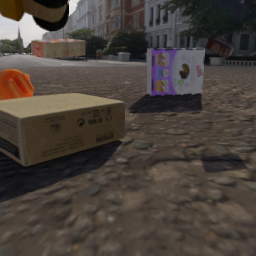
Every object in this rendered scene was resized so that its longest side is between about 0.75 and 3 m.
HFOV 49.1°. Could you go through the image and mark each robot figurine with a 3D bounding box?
[{"bbox_3d":[-4.517,-1.313,10.239,2.463,1.772,1.436,-5,-17,41],"label":"robot figurine"}]

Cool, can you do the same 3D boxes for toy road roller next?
[{"bbox_3d":[-1.174,-2.132,3.288,1.267,1.736,1.067,15,-4,-16],"label":"toy road roller"}]

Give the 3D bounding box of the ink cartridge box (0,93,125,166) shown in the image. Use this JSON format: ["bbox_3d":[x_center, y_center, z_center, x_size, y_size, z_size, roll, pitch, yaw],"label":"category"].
[{"bbox_3d":[-1.847,-0.160,7.067,2.828,1.062,2.329,-14,20,-41],"label":"ink cartridge box"}]

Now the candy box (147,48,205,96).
[{"bbox_3d":[2.487,-2.982,14.830,2.869,2.407,1.026,-3,16,-10],"label":"candy box"}]

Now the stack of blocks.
[{"bbox_3d":[-2.683,-3.038,10.619,1.084,0.551,1.882,19,26,35],"label":"stack of blocks"}]

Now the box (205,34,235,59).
[{"bbox_3d":[3.033,-2.693,9.246,0.840,0.421,0.315,34,56,19],"label":"box"}]
